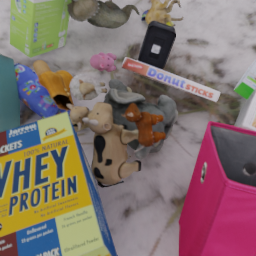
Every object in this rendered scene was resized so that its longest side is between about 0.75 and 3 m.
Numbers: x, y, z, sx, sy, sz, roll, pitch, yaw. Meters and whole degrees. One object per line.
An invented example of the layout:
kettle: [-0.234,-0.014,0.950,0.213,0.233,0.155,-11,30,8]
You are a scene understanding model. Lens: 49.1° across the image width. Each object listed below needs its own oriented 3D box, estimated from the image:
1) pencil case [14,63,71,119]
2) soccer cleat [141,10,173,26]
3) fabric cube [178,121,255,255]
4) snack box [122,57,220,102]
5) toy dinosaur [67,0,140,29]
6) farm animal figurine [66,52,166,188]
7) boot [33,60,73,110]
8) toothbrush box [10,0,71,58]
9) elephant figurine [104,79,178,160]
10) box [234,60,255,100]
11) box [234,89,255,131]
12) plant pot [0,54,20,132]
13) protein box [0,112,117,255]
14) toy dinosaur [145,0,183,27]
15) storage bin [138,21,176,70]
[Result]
pencil case: [-2.257,-0.846,7.136,1.978,0.772,0.859,37,68,17]
soccer cleat: [0.885,-3.273,8.639,1.031,0.333,0.431,29,79,14]
fabric cube: [2.188,1.565,4.517,2.406,2.399,2.361,14,22,6]
snack box: [1.050,-1.222,7.066,2.426,0.872,0.295,21,101,1]
toy dinosaur: [-0.754,-3.207,7.807,2.843,1.094,1.454,7,39,-44]
farm animal figurine: [-0.607,-0.223,5.550,1.219,1.957,2.423,-10,52,-45]
boot: [-1.568,-0.876,6.670,0.561,1.594,1.141,-35,72,10]
toothbrush box: [-2.278,-3.009,7.372,0.816,1.895,1.380,36,43,12]
elephant figurine: [-0.062,-0.349,6.593,2.155,1.672,1.525,30,86,16]
box: [3.507,-1.117,7.307,1.057,0.511,0.933,35,69,6]
box: [3.635,0.170,6.435,2.153,1.091,1.211,26,67,12]
plant pot: [-3.396,-0.456,6.272,1.525,1.525,2.158,-14,90,10]
protein box: [-1.288,1.465,4.885,1.583,2.346,2.329,-18,55,-7]
toy dinosaur: [0.994,-3.544,8.368,1.075,0.619,2.126,-17,67,22]
storage bin: [0.766,-2.219,7.554,0.741,1.096,0.514,17,33,-5]
